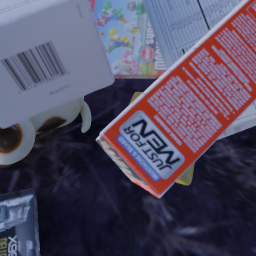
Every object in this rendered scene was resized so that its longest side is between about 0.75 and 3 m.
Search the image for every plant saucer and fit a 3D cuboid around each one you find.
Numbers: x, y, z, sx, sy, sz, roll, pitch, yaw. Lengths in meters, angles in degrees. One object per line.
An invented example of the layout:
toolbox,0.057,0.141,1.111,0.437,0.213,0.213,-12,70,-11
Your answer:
plant saucer,0.430,0.166,4.244,1.241,0.301,1.241,31,44,-7

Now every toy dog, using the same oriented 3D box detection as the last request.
toy dog,-2.333,-0.261,6.395,2.437,1.754,2.513,45,51,-10

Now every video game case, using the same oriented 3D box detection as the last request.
video game case,0.174,-2.088,6.267,2.882,0.251,2.061,3,78,13

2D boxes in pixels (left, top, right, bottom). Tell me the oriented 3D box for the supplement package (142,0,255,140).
supplement package,2.069,-1.217,3.932,2.844,2.719,2.091,-21,81,19

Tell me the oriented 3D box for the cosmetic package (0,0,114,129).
cosmetic package,-1.208,-1.356,3.226,1.312,1.034,2.439,-22,50,-3

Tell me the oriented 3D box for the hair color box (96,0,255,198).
hair color box,0.412,-0.232,1.591,1.267,0.703,0.405,-42,92,-9

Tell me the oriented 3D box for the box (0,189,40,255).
box,-2.220,1.882,5.064,1.111,0.351,1.409,-10,47,-10
